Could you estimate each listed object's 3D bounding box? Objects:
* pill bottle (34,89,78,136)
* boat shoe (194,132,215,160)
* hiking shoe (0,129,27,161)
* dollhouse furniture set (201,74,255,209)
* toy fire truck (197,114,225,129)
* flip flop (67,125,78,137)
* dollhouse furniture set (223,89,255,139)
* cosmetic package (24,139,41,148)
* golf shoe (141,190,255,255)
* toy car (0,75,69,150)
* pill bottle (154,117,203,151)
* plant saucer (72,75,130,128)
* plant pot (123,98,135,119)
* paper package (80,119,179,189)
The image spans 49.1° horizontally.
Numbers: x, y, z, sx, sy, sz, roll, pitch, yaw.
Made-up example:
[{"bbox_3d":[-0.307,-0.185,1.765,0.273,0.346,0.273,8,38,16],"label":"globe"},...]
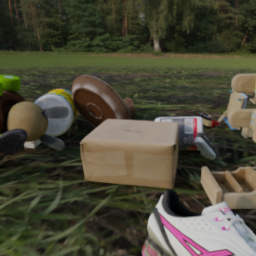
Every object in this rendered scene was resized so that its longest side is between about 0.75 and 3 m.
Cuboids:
[{"bbox_3d":[-2.919,-0.765,11.735,1.611,1.611,2.856,-1,14,-3],"label":"pill bottle"},{"bbox_3d":[2.367,0.546,8.431,0.424,1.175,0.417,2,57,38],"label":"boat shoe"},{"bbox_3d":[-3.484,0.415,7.962,1.765,0.668,0.888,-33,31,22],"label":"hiking shoe"},{"bbox_3d":[2.790,0.254,6.276,1.859,2.856,2.624,-1,17,0],"label":"dollhouse furniture set"},{"bbox_3d":[3.652,-0.342,12.298,1.025,0.659,0.902,6,13,-20],"label":"toy fire truck"},{"bbox_3d":[-2.187,0.125,11.172,0.224,0.316,0.779,28,26,9],"label":"flip flop"},{"bbox_3d":[5.107,-0.933,11.336,1.531,2.215,2.346,-2,28,-7],"label":"dollhouse furniture set"},{"bbox_3d":[-3.391,0.478,10.032,0.384,0.279,0.754,2,19,7],"label":"cosmetic package"},{"bbox_3d":[1.287,1.659,3.702,2.688,1.238,0.976,10,-4,45],"label":"golf shoe"},{"bbox_3d":[-3.407,-0.295,9.477,2.853,2.344,2.251,12,18,4],"label":"toy car"},{"bbox_3d":[1.452,0.199,9.368,2.010,1.113,1.113,-1,16,14],"label":"pill bottle"},{"bbox_3d":[-1.156,-0.734,10.601,2.726,2.726,0.437,13,49,38],"label":"plant saucer"},{"bbox_3d":[-0.355,-0.797,13.165,1.040,1.050,1.050,-17,22,-24],"label":"plant pot"},{"bbox_3d":[0.196,0.598,7.951,2.387,1.235,2.275,3,17,12],"label":"paper package"}]
